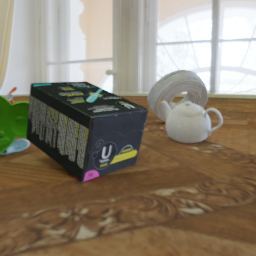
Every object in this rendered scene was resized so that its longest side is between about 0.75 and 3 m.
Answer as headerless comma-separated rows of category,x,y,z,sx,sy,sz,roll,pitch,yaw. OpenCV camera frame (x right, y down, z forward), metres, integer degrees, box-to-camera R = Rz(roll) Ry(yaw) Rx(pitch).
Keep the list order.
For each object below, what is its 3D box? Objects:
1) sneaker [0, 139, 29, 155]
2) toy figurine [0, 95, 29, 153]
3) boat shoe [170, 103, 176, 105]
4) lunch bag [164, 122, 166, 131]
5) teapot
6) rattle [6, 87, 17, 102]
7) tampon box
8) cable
sneaker,-3.569,0.629,8.510,1.128,0.417,0.462,-10,26,-21
toy figurine,-4.203,-0.469,8.689,2.630,1.974,2.421,-10,22,-24
boat shoe,3.038,-0.815,15.770,2.424,0.820,0.871,12,-9,-16
lunch bag,2.190,-0.053,12.212,0.964,0.448,1.094,12,16,34
teapot,2.224,-0.338,10.225,1.771,1.294,1.748,-8,28,-8
rattle,-4.677,-0.519,9.940,1.408,1.971,1.283,-1,-1,-23
tampon box,-1.130,-0.077,7.281,2.549,1.609,1.910,28,26,37
cable,2.465,-1.461,13.825,2.911,2.910,1.008,-33,46,11
